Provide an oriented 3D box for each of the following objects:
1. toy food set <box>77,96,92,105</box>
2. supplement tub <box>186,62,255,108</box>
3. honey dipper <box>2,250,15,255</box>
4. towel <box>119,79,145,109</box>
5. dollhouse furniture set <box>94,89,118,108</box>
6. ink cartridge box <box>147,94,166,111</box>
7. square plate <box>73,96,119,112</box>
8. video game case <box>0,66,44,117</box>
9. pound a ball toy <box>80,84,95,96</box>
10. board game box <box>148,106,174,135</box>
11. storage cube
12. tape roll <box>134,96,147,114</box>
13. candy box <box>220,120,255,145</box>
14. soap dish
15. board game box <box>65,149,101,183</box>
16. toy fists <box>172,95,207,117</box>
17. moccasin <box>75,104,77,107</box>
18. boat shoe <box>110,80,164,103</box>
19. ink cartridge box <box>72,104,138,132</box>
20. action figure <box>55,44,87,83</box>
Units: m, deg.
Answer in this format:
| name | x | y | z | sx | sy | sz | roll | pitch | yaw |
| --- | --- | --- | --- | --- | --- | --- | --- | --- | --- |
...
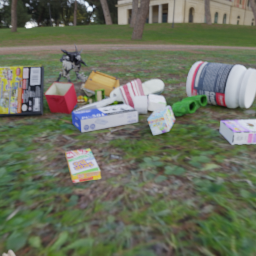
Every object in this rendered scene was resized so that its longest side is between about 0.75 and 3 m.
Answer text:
| name | x | y | z | sx | sy | sz | roll | pitch | yaw |
| --- | --- | --- | --- | --- | --- | --- | --- | --- | --- |
| toy food set | -2.543 | -1.426 | 14.412 | 1.351 | 0.271 | 0.933 | -3 | 22 | -8 |
| supplement tub | 4.530 | -2.096 | 13.684 | 2.897 | 2.033 | 2.033 | 16 | 26 | 35 |
| honey dipper | -2.686 | 2.544 | 4.181 | 2.029 | 0.385 | 0.385 | -21 | 29 | -35 |
| towel | 0.281 | -1.550 | 13.347 | 0.199 | 1.261 | 1.751 | -13 | 13 | 38 |
| dollhouse furniture set | -0.923 | -1.258 | 13.287 | 1.007 | 0.778 | 2.015 | -11 | 24 | -25 |
| ink cartridge box | 1.332 | -1.186 | 13.404 | 0.793 | 0.456 | 1.355 | 11 | 22 | -2 |
| square plate | -1.435 | -1.030 | 12.763 | 1.620 | 0.230 | 1.604 | -11 | 11 | 40 |
| video game case | -4.917 | -1.657 | 12.573 | 2.158 | 2.388 | 0.305 | -3 | -18 | -4 |
| pound a ball toy | -2.232 | -2.248 | 16.255 | 1.009 | 0.657 | 1.547 | -28 | 21 | 11 |
| board game box | 1.294 | -0.300 | 10.770 | 0.659 | 0.648 | 1.257 | -16 | 14 | 25 |
| storage cube | -3.047 | -1.361 | 12.834 | 0.996 | 1.047 | 1.165 | 6 | 43 | 15 |
| tape roll | 0.573 | -1.035 | 12.667 | 0.557 | 0.812 | 0.812 | 1 | 21 | 2 |
| candy box | 4.204 | 0.135 | 10.086 | 1.402 | 0.501 | 1.176 | -2 | 21 | -3 |
| soap dish | -1.383 | -2.358 | 15.197 | 1.774 | 0.720 | 1.395 | 19 | 39 | -4 |
| board game box | -1.333 | 1.065 | 8.129 | 0.773 | 0.242 | 1.617 | -7 | 25 | -17 |
| toy fists | 2.715 | -0.994 | 12.550 | 0.990 | 0.668 | 1.942 | -1 | 20 | 43 |
| moccasin | -2.791 | -1.098 | 13.558 | 0.326 | 0.276 | 0.810 | 9 | 24 | 20 |
| boat shoe | 0.472 | -1.720 | 14.668 | 2.911 | 0.899 | 1.060 | -17 | 60 | -13 |
| ink cartridge box | -0.941 | -0.434 | 11.490 | 2.459 | 0.544 | 1.156 | -11 | 23 | -25 |
| action figure | -2.959 | -2.903 | 14.471 | 1.719 | 2.893 | 1.476 | 26 | -2 | -42 |
